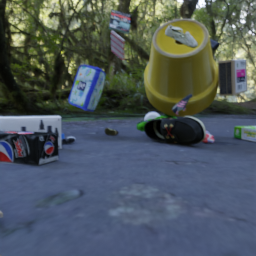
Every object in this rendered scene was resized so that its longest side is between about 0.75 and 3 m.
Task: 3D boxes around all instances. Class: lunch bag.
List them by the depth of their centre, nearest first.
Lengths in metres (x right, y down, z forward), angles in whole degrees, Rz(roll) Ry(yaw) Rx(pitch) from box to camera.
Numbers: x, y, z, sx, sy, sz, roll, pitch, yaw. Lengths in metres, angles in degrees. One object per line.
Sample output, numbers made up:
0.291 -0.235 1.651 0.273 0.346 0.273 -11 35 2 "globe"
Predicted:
-1.872 -1.825 13.162 1.478 1.973 2.320 18 4 -19 "lunch bag"

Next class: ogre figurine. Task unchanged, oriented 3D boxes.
1.747 -0.109 13.200 2.494 1.223 1.495 -16 10 44 "ogre figurine"

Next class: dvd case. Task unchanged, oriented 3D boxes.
-0.290 -3.721 9.821 0.726 0.995 0.109 12 -36 -13 "dvd case"

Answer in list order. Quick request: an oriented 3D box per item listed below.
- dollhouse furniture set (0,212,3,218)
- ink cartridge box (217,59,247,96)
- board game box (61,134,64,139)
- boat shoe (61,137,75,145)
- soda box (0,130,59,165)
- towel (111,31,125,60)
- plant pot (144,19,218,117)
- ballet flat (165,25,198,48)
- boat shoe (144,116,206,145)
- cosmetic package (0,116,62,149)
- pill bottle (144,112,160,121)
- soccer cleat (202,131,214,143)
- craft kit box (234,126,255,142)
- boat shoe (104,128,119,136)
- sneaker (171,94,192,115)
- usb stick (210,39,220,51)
-2.657 0.728 3.496 1.555 0.890 1.823 -4 6 -41 "dollhouse furniture set"
3.926 -1.891 10.454 0.584 1.280 1.554 4 14 41 "ink cartridge box"
-3.332 0.415 10.937 1.347 0.303 1.024 -1 3 33 "board game box"
-2.362 0.504 10.591 0.754 0.264 0.250 -3 11 -18 "boat shoe"
-3.047 0.481 7.530 2.360 0.747 0.835 1 6 26 "soda box"
-0.462 -3.753 12.778 0.180 1.205 0.882 -35 64 -23 "towel"
1.986 -2.370 10.648 2.972 2.972 2.796 1 -29 12 "plant pot"
1.429 -2.445 7.455 0.971 0.348 0.348 28 11 12 "ballet flat"
1.673 0.139 10.547 0.929 1.085 2.965 -14 10 -27 "boat shoe"
-3.565 0.186 9.059 2.704 1.116 0.685 -2 4 -22 "cosmetic package"
1.539 -0.443 17.436 1.075 1.075 1.919 1 4 7 "pill bottle"
3.209 0.401 11.270 0.506 0.441 1.324 23 10 16 "soccer cleat"
6.232 0.281 11.507 2.616 0.635 2.583 -1 2 -12 "craft kit box"
-0.828 0.216 13.974 0.314 0.341 0.955 7 2 -38 "boat shoe"
1.726 -0.721 8.710 0.785 0.322 0.275 -40 -2 21 "sneaker"
3.304 -3.545 11.636 0.217 0.370 1.333 36 12 -36 "usb stick"
